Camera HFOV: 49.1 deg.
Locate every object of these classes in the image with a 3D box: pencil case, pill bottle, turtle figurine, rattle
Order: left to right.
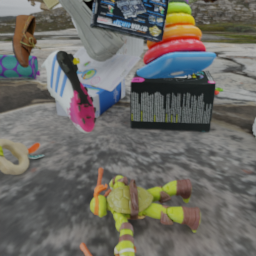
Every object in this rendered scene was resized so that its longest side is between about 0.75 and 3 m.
[{"bbox_3d":[-6.190,-3.130,14.593,2.861,1.322,1.217,-1,65,-5],"label":"pencil case"},{"bbox_3d":[-2.813,0.841,6.661,0.966,1.059,1.483,34,10,4],"label":"rattle"},{"bbox_3d":[-0.490,-3.541,8.685,2.370,1.295,1.295,-30,28,-5],"label":"pill bottle"},{"bbox_3d":[0.162,1.261,4.958,1.946,0.777,2.413,-2,23,-4],"label":"turtle figurine"}]

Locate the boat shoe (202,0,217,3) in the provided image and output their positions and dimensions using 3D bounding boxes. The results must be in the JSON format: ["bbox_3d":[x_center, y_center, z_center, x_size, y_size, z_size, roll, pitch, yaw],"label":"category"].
[{"bbox_3d":[1.661,-2.718,5.602,0.410,0.410,1.165,-24,-2,17],"label":"boat shoe"}]

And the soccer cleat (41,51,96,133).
[{"bbox_3d":[-1.145,-0.634,5.357,0.712,1.649,0.576,-21,-3,32],"label":"soccer cleat"}]

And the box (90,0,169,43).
[{"bbox_3d":[0.055,-1.964,4.467,1.191,0.947,0.274,6,8,-18],"label":"box"}]

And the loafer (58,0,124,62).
[{"bbox_3d":[-0.954,-2.847,6.496,0.922,2.642,0.924,-28,5,26],"label":"loafer"}]

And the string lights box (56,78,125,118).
[{"bbox_3d":[-1.311,-1.279,10.734,1.506,0.864,2.931,8,25,19],"label":"string lights box"}]

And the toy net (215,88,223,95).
[{"bbox_3d":[2.947,-1.311,11.476,2.146,0.414,1.126,-23,35,-39],"label":"toy net"}]

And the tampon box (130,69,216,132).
[{"bbox_3d":[1.388,-0.971,9.149,2.480,1.565,1.858,3,23,7],"label":"tampon box"}]

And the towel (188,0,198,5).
[{"bbox_3d":[2.362,-4.438,9.231,1.194,0.294,1.609,-41,24,-27],"label":"towel"}]

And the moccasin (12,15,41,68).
[{"bbox_3d":[-3.701,-3.198,10.282,0.841,0.796,2.177,-5,63,3],"label":"moccasin"}]

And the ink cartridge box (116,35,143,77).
[{"bbox_3d":[-0.081,-2.939,10.069,0.625,1.782,2.192,25,56,19],"label":"ink cartridge box"}]

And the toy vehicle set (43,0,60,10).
[{"bbox_3d":[-2.044,-3.909,8.058,0.940,0.584,0.125,-33,-3,6],"label":"toy vehicle set"}]

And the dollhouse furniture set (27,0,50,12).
[{"bbox_3d":[-3.388,-5.065,10.384,0.750,0.641,1.448,12,-8,5],"label":"dollhouse furniture set"}]

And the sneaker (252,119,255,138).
[{"bbox_3d":[4.156,0.045,7.358,1.085,1.143,2.840,-1,22,3],"label":"sneaker"}]

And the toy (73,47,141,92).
[{"bbox_3d":[-0.798,-1.436,7.225,2.134,0.504,1.229,22,62,33],"label":"toy"}]

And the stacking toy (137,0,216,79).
[{"bbox_3d":[0.751,-2.053,5.241,1.178,2.147,1.246,-8,-2,-27],"label":"stacking toy"}]
